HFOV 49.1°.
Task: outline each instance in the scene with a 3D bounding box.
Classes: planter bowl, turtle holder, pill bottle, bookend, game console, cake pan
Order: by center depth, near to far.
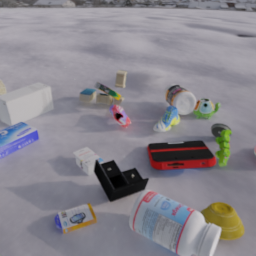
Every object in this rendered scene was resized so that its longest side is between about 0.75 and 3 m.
[{"bbox_3d":[1.075,2.283,6.536,1.936,1.053,1.053,18,35,28],"label":"pill bottle"},{"bbox_3d":[2.326,2.207,7.005,1.189,0.495,1.189,4,18,-1],"label":"planter bowl"},{"bbox_3d":[-0.220,1.367,8.043,1.161,0.535,1.154,-12,48,-28],"label":"bookend"},{"bbox_3d":[1.744,0.887,9.481,2.083,0.323,1.843,-3,16,0],"label":"game console"},{"bbox_3d":[3.507,0.149,10.613,0.785,0.785,0.144,15,52,25],"label":"cake pan"},{"bbox_3d":[3.435,-0.858,12.298,1.099,0.780,0.835,13,32,22],"label":"turtle holder"},{"bbox_3d":[2.277,-1.357,12.704,1.047,1.047,1.800,-5,24,-9],"label":"pill bottle"}]

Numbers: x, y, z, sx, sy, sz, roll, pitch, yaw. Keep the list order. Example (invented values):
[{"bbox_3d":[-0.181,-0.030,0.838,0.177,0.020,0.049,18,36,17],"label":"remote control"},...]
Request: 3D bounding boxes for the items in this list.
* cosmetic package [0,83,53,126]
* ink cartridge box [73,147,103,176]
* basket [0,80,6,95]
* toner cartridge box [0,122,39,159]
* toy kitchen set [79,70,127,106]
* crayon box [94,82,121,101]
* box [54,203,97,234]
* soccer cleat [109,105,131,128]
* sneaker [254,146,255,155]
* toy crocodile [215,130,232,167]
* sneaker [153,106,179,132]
[{"bbox_3d":[-4.472,-1.071,12.273,0.937,1.189,2.210,22,35,33],"label":"cosmetic package"},{"bbox_3d":[-1.338,1.090,9.319,0.598,0.353,1.040,-21,36,-32],"label":"ink cartridge box"},{"bbox_3d":[-6.675,-1.683,13.634,1.369,0.928,0.845,-20,40,-31],"label":"basket"},{"bbox_3d":[-4.503,0.524,10.175,1.058,0.481,2.228,21,36,32],"label":"toner cartridge box"},{"bbox_3d":[-1.140,-2.042,13.401,2.049,1.642,1.207,9,18,4],"label":"toy kitchen set"},{"bbox_3d":[-0.910,-1.631,12.511,0.952,0.278,0.822,31,1,36],"label":"crayon box"},{"bbox_3d":[-1.377,2.354,7.280,1.002,0.208,0.597,-14,33,-19],"label":"box"},{"bbox_3d":[-0.439,-0.591,11.736,0.552,0.633,1.654,-45,41,6],"label":"soccer cleat"},{"bbox_3d":[4.667,0.781,9.529,0.507,0.704,1.346,5,29,12],"label":"sneaker"},{"bbox_3d":[3.227,0.655,9.385,0.415,0.454,1.344,21,62,-19],"label":"toy crocodile"},{"bbox_3d":[1.532,-0.421,11.308,0.627,0.869,1.655,9,22,33],"label":"sneaker"}]
